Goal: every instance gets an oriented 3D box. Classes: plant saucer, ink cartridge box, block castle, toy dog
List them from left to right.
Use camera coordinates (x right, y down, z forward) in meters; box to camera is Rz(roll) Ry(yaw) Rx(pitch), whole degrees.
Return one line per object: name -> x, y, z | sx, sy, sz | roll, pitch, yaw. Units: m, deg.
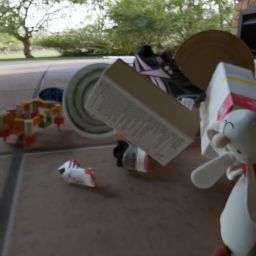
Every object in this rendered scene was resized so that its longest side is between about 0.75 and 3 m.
block castle -> -3.589, -0.188, 10.452 | 1.557, 1.093, 2.330 | 12, 25, 14
plant saucer -> -0.811, -0.780, 8.342 | 2.244, 2.244, 0.563 | 4, -1, 11
plant saucer -> 2.892, -1.931, 9.733 | 2.838, 2.838, 0.503 | 1, -1, 4
ink cartridge box -> 2.830, -0.484, 7.907 | 1.026, 1.786, 2.461 | 16, 39, -1
toy dog -> 1.672, 1.210, 4.519 | 1.322, 2.745, 1.810 | -22, -2, -12

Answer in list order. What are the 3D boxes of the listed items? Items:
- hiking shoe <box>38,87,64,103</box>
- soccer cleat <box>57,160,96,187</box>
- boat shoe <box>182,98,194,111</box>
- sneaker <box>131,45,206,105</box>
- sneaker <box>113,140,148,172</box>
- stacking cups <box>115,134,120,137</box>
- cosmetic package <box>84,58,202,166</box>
hiking shoe -> -3.808, -1.776, 15.408 | 2.201, 0.819, 0.954 | -1, 19, -11
soccer cleat -> -1.328, 1.233, 7.197 | 0.596, 0.480, 1.400 | -26, 29, -30
boat shoe -> 1.603, -0.311, 8.219 | 0.381, 1.158, 0.417 | 13, 23, 6
sneaker -> 1.181, -1.739, 8.952 | 2.941, 1.270, 1.181 | 33, 38, 26
sneaker -> 0.047, 0.595, 8.422 | 0.986, 0.832, 2.254 | 3, 21, -1
stacking cups -> 0.114, -0.045, 9.637 | 2.163, 0.654, 0.654 | -11, 21, -27
cosmetic package -> 0.350, -0.375, 7.082 | 2.616, 1.354, 0.956 | 36, 45, -3
